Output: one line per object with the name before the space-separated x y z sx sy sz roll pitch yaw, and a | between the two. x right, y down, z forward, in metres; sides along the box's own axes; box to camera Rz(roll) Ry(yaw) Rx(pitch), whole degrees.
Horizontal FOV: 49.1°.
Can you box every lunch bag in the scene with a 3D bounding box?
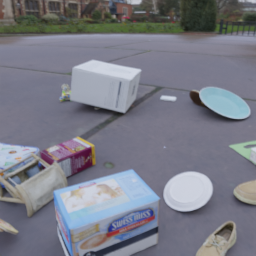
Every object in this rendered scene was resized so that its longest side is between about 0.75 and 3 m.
lunch bag | -3.698 1.055 8.419 2.023 0.764 1.621 7 23 16

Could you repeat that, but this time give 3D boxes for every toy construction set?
toy construction set | -3.218 -1.830 15.021 0.880 0.618 1.342 -4 36 -9

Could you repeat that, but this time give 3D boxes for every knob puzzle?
knob puzzle | -2.767 2.072 5.968 1.054 1.054 0.146 17 63 33

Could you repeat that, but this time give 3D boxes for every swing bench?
swing bench | -2.550 1.445 7.417 1.327 0.861 1.320 14 28 28

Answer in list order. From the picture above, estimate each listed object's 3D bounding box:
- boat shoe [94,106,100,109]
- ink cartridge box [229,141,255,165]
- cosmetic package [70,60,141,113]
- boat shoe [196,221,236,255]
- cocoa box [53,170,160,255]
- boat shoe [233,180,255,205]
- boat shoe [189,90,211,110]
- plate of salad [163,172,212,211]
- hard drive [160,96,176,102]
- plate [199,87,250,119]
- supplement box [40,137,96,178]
boat shoe | -1.400 -1.234 13.984 0.350 0.298 1.047 6 25 14
ink cartridge box | 4.692 0.781 9.341 1.575 0.519 2.165 -8 27 -16
cosmetic package | -1.029 -2.113 13.726 2.719 1.671 2.710 15 23 8
boat shoe | 1.820 2.410 5.769 1.381 0.449 0.498 -22 33 -40
cocoa box | -0.453 1.895 5.916 1.912 1.255 1.275 -12 27 -24
boat shoe | 3.846 1.502 7.460 2.161 0.702 0.779 -5 25 -10
boat shoe | 3.840 -1.384 14.006 0.648 0.647 1.752 -12 39 -32
plate of salad | 1.570 1.687 7.374 1.290 0.310 1.290 -17 33 11
hard drive | 2.143 -1.558 14.939 0.777 0.104 0.513 7 24 17
plate | 4.443 -1.106 13.055 2.442 0.312 2.442 10 40 -9
supplement box | -1.834 0.935 8.677 1.409 0.727 0.923 -21 32 -39
